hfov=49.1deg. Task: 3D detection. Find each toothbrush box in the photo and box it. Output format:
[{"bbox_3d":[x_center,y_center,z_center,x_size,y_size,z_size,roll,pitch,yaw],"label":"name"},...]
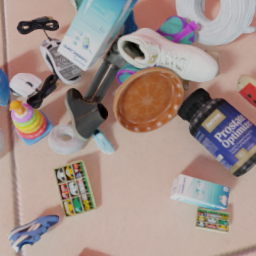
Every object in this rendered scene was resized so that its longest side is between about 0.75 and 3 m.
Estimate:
[{"bbox_3d":[1.805,1.679,7.208,1.276,0.934,0.544,13,71,5],"label":"toothbrush box"},{"bbox_3d":[-0.832,-3.128,8.299,1.048,2.457,1.799,36,26,-6],"label":"toothbrush box"}]

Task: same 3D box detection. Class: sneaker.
[{"bbox_3d":[-1.894,-4.881,10.449,0.952,0.851,2.383,-12,63,4],"label":"sneaker"},{"bbox_3d":[-0.791,0.349,8.156,0.376,0.417,1.018,-41,70,-11],"label":"sneaker"},{"bbox_3d":[-2.270,2.574,6.899,1.267,0.468,0.521,-23,59,-23],"label":"sneaker"},{"bbox_3d":[0.957,-1.766,7.353,2.581,0.951,1.492,29,37,18],"label":"sneaker"},{"bbox_3d":[-1.179,-0.627,8.159,1.022,0.720,1.925,-38,54,22],"label":"sneaker"},{"bbox_3d":[-0.036,-3.328,9.676,0.900,1.040,2.400,-12,89,-1],"label":"sneaker"}]

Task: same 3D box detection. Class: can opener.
[{"bbox_3d":[-0.643,-1.790,8.863,0.604,0.757,2.264,30,90,-11],"label":"can opener"}]

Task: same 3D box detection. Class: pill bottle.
[{"bbox_3d":[2.594,0.053,7.791,1.367,1.367,2.444,-39,71,-16],"label":"pill bottle"}]

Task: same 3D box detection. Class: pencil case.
[{"bbox_3d":[0.951,-2.265,8.867,1.215,1.319,2.855,46,70,-18],"label":"pencil case"}]

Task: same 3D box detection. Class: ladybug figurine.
[{"bbox_3d":[3.437,-0.892,7.528,1.301,0.883,0.468,45,97,14],"label":"ladybug figurine"}]

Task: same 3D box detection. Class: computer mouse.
[{"bbox_3d":[-2.976,-1.253,8.282,2.153,0.472,1.180,18,64,40],"label":"computer mouse"},{"bbox_3d":[-2.417,-2.424,9.084,1.334,0.534,2.432,-31,93,-37],"label":"computer mouse"}]

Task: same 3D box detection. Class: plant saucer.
[{"bbox_3d":[0.564,-0.759,7.881,2.061,2.061,0.333,-19,42,-9],"label":"plant saucer"}]

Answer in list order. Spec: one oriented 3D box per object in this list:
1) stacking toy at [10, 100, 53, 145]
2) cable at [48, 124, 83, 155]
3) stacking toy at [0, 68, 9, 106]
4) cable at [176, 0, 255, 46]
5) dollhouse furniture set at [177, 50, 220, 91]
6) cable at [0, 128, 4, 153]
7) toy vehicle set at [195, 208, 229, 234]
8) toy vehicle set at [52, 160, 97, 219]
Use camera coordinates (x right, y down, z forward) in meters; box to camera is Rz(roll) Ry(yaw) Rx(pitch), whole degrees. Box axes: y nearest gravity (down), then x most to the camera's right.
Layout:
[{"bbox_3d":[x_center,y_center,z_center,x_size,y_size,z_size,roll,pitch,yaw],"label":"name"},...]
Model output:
[{"bbox_3d":[-2.872,-0.314,7.777,0.971,1.673,0.918,-39,71,-13],"label":"stacking toy"},{"bbox_3d":[-1.795,0.314,8.090,0.971,0.336,0.971,12,45,-4],"label":"cable"},{"bbox_3d":[-5.178,-1.184,8.559,2.571,1.411,1.492,-18,68,5],"label":"stacking toy"},{"bbox_3d":[2.699,-3.911,8.963,0.892,2.575,2.575,-33,104,-31],"label":"cable"},{"bbox_3d":[1.926,-1.669,8.407,0.795,1.535,0.679,8,73,-18],"label":"dollhouse furniture set"},{"bbox_3d":[-4.567,0.420,8.018,1.860,0.644,1.860,30,69,12],"label":"cable"},{"bbox_3d":[2.166,2.384,7.211,0.817,0.108,0.508,5,58,17],"label":"toy vehicle set"},{"bbox_3d":[-1.440,1.628,7.521,0.858,0.183,1.382,-16,80,-7],"label":"toy vehicle set"}]
